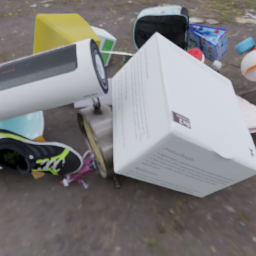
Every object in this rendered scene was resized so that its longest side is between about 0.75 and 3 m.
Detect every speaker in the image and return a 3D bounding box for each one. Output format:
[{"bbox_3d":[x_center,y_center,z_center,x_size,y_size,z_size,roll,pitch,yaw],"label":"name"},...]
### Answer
[{"bbox_3d":[-1.804,-0.833,5.416,2.686,1.091,1.091,-13,39,9],"label":"speaker"}]

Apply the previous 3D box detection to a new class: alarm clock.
[{"bbox_3d":[-0.588,0.096,6.738,0.895,2.690,1.814,-25,46,-15],"label":"alarm clock"}]

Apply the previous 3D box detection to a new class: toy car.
[{"bbox_3d":[4.270,-2.065,8.720,1.766,1.841,1.997,-28,2,39],"label":"toy car"}]

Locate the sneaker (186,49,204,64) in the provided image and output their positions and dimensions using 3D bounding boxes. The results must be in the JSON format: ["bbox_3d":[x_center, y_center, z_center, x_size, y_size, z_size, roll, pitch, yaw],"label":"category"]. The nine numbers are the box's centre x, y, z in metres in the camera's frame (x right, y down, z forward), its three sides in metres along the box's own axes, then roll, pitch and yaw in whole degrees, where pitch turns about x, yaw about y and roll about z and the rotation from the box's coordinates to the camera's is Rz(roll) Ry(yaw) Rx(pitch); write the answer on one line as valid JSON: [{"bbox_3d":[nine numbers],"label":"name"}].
[{"bbox_3d":[1.288,-1.910,7.673,0.838,1.236,2.139,12,48,44],"label":"sneaker"}]

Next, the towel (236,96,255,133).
[{"bbox_3d":[2.854,-0.362,8.687,2.398,0.405,2.511,-7,25,-7],"label":"towel"}]

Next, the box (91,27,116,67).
[{"bbox_3d":[-1.392,-3.481,11.867,1.084,1.259,1.265,4,31,-37],"label":"box"}]

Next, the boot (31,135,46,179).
[{"bbox_3d":[-2.005,0.607,7.146,1.322,0.946,0.465,-26,12,-35],"label":"boot"}]

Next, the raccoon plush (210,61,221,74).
[{"bbox_3d":[2.290,-1.374,8.797,0.753,1.557,1.043,21,22,20],"label":"raccoon plush"}]

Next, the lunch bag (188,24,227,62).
[{"bbox_3d":[2.527,-2.956,9.459,1.459,1.099,0.686,32,84,26],"label":"lunch bag"}]

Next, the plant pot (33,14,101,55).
[{"bbox_3d":[-1.631,-2.206,7.846,1.294,1.468,1.467,37,38,24],"label":"plant pot"}]

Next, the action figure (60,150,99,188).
[{"bbox_3d":[-1.287,1.092,7.043,1.075,0.720,0.801,-29,59,9],"label":"action figure"}]

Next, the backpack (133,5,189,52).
[{"bbox_3d":[1.017,-3.058,8.831,1.678,1.475,1.286,-1,44,6],"label":"backpack"}]

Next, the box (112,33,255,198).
[{"bbox_3d":[1.135,-0.156,6.118,2.567,1.687,2.581,22,48,-31],"label":"box"}]

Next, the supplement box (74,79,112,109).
[{"bbox_3d":[-0.839,-0.969,8.469,1.340,0.749,2.461,-4,4,-2],"label":"supplement box"}]

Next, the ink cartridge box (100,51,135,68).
[{"bbox_3d":[0.261,-1.857,9.112,2.787,1.056,2.060,-1,17,-29],"label":"ink cartridge box"}]

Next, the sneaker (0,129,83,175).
[{"bbox_3d":[-2.077,0.763,6.109,2.305,0.826,0.954,16,23,-26],"label":"sneaker"}]

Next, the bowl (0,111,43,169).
[{"bbox_3d":[-3.945,-0.111,7.333,2.990,1.564,2.990,24,51,-33],"label":"bowl"}]
